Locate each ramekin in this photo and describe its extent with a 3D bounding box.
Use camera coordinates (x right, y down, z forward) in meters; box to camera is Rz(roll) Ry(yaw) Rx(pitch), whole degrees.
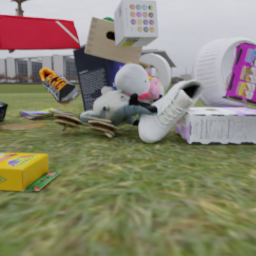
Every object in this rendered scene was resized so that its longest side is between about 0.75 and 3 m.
[{"bbox_3d":[3.197,-1.639,8.556,2.351,2.351,1.095,-3,3,-21],"label":"ramekin"}]

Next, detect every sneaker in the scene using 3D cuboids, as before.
[{"bbox_3d":[1.047,-0.506,6.793,0.815,2.091,1.039,42,-16,-3],"label":"sneaker"},{"bbox_3d":[-2.845,-1.704,11.311,2.516,0.972,0.985,28,65,41],"label":"sneaker"}]

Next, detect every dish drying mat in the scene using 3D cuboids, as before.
[{"bbox_3d":[-2.336,-2.515,7.452,2.342,0.899,0.213,-16,4,-44],"label":"dish drying mat"}]

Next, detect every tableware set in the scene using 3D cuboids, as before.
[{"bbox_3d":[-1.189,-0.003,7.673,1.883,0.377,1.245,10,-12,16],"label":"tableware set"}]

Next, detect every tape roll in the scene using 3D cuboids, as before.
[{"bbox_3d":[0.889,-2.081,11.242,1.752,1.752,0.320,6,13,34],"label":"tape roll"}]

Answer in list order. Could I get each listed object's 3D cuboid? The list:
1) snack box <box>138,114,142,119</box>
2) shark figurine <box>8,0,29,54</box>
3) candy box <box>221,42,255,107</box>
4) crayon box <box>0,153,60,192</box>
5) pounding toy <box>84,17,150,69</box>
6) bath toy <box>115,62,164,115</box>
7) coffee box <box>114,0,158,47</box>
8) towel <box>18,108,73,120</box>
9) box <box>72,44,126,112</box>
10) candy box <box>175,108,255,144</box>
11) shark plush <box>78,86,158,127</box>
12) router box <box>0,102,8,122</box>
[{"bbox_3d":[1.279,-0.487,11.478,1.528,0.284,0.888,5,10,28],"label":"snack box"},{"bbox_3d":[-2.755,-2.685,7.331,0.607,1.454,0.869,14,23,-14],"label":"shark figurine"},{"bbox_3d":[2.951,-0.970,5.783,1.698,1.158,0.518,15,4,4],"label":"candy box"},{"bbox_3d":[-1.769,0.625,4.154,1.310,0.333,0.832,1,9,7],"label":"crayon box"},{"bbox_3d":[-0.186,-2.579,8.537,2.107,1.097,2.399,11,14,-12],"label":"pounding toy"},{"bbox_3d":[0.468,-0.987,7.922,0.978,1.151,2.646,49,4,17],"label":"bath toy"},{"bbox_3d":[0.167,-2.384,6.462,0.816,0.824,0.825,-4,2,-15],"label":"coffee box"},{"bbox_3d":[-3.712,-0.645,12.512,1.793,0.284,2.497,-7,11,-34],"label":"towel"},{"bbox_3d":[-0.703,-1.765,10.716,1.451,2.781,2.058,-8,5,34],"label":"box"},{"bbox_3d":[2.433,-0.102,7.408,2.096,0.750,1.758,0,10,-1],"label":"candy box"},{"bbox_3d":[-0.078,-0.524,7.690,2.923,1.217,1.328,-15,37,50],"label":"shark plush"},{"bbox_3d":[-5.554,-0.689,9.586,2.164,0.719,2.752,15,5,-14],"label":"router box"}]
